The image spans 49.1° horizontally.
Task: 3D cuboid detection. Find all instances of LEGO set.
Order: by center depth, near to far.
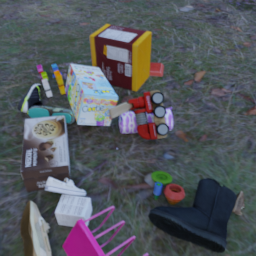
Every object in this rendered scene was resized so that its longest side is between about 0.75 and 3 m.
[{"bbox_3d":[-3.478,-2.111,13.088,1.012,1.089,2.654,-19,36,-12],"label":"LEGO set"}]

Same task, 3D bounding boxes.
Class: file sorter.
[{"bbox_3d":[-0.413,3.055,6.596,1.201,1.331,1.915,-15,56,-43],"label":"file sorter"}]

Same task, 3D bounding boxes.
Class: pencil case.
[{"bbox_3d":[0.668,-0.281,11.005,2.209,0.927,0.944,-2,70,-8],"label":"pencil case"}]

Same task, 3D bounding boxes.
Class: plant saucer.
[{"bbox_3d":[1.280,-3.148,14.852,1.177,0.216,1.179,6,42,7],"label":"plant saucer"}]

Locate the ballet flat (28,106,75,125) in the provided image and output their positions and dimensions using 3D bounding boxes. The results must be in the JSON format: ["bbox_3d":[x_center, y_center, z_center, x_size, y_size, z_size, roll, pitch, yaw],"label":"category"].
[{"bbox_3d":[-3.074,-0.534,11.577,2.088,0.775,0.775,11,42,15],"label":"ballet flat"}]

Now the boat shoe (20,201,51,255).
[{"bbox_3d":[-2.536,2.871,7.770,0.618,0.686,1.903,20,23,-36],"label":"boat shoe"}]

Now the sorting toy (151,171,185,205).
[{"bbox_3d":[1.159,1.970,8.887,0.823,0.562,1.369,-5,27,-29],"label":"sorting toy"}]

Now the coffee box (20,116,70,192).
[{"bbox_3d":[-2.820,0.799,9.722,1.454,1.026,2.572,-6,42,-10],"label":"coffee box"}]

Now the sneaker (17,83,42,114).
[{"bbox_3d":[-4.195,-1.226,12.502,0.807,0.699,1.949,24,42,-9],"label":"sneaker"}]

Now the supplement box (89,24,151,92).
[{"bbox_3d":[-0.337,-3.378,13.452,2.414,2.381,1.603,18,44,19],"label":"supplement box"}]

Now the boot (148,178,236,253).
[{"bbox_3d":[1.913,2.282,8.150,2.260,0.863,1.899,20,48,11],"label":"boot"}]

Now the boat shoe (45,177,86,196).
[{"bbox_3d":[-1.811,1.738,8.333,1.337,0.474,0.467,21,68,-35],"label":"boat shoe"}]

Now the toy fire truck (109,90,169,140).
[{"bbox_3d":[0.405,-0.371,10.044,1.941,1.708,1.249,-9,0,6],"label":"toy fire truck"}]

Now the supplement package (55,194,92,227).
[{"bbox_3d":[-1.568,2.435,8.165,0.861,0.653,0.648,6,42,7],"label":"supplement package"}]

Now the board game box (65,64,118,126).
[{"bbox_3d":[-1.577,-1.368,11.360,1.367,1.343,2.607,3,34,-26],"label":"board game box"}]

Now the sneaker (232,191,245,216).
[{"bbox_3d":[3.436,2.336,8.631,0.313,0.292,0.830,35,53,9],"label":"sneaker"}]
